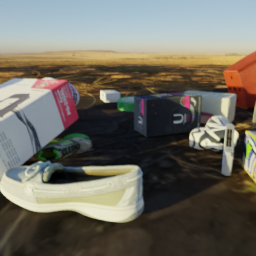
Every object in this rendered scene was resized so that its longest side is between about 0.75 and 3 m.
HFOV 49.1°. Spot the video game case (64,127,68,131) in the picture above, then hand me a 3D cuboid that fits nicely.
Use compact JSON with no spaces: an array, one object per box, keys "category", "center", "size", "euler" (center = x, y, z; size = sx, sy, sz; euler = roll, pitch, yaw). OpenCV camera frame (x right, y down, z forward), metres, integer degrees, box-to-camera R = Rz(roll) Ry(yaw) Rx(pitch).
[{"category":"video game case","center":[-3.396,-0.220,9.802],"size":[1.915,0.254,2.680],"euler":[-8,17,-27]}]

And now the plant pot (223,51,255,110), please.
[{"category":"plant pot","center":[5.643,-2.002,12.157],"size":[2.193,2.489,2.486],"euler":[-19,11,2]}]

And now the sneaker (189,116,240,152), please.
[{"category":"sneaker","center":[2.571,0.191,7.526],"size":[1.724,0.688,1.122],"euler":[-16,23,-42]}]

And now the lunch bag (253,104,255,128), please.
[{"category":"lunch bag","center":[5.364,-0.577,8.307],"size":[2.742,1.910,2.299],"euler":[13,8,39]}]

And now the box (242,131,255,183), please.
[{"category":"box","center":[2.951,0.848,4.888],"size":[0.972,0.892,2.774],"euler":[0,17,3]}]

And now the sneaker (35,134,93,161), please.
[{"category":"sneaker","center":[-1.541,0.548,6.801],"size":[1.404,0.548,0.598],"euler":[-13,26,-12]}]

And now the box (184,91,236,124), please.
[{"category":"box","center":[2.859,-0.746,10.231],"size":[1.827,0.996,1.168],"euler":[10,19,31]}]

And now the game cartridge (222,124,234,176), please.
[{"category":"game cartridge","center":[2.211,0.495,6.197],"size":[0.222,0.732,1.098],"euler":[3,34,21]}]

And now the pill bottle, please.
[{"category":"pill bottle","center":[-2.696,-1.243,11.005],"size":[1.234,1.234,2.198],"euler":[2,4,8]}]

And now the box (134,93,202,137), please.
[{"category":"box","center":[1.236,-0.464,8.877],"size":[1.921,1.174,1.019],"euler":[-6,14,-19]}]

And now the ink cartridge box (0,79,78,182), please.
[{"category":"ink cartridge box","center":[-2.757,-0.113,6.310],"size":[1.923,1.121,2.657],"euler":[7,34,29]}]

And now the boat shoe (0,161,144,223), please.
[{"category":"boat shoe","center":[-1.002,0.911,4.766],"size":[2.605,0.835,0.960],"euler":[6,17,20]}]

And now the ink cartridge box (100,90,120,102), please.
[{"category":"ink cartridge box","center":[-0.912,-1.607,14.196],"size":[0.783,0.472,1.078],"euler":[-4,18,-17]}]

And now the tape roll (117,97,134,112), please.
[{"category":"tape roll","center":[0.354,-1.073,12.477],"size":[1.666,0.400,1.666],"euler":[1,16,0]}]
